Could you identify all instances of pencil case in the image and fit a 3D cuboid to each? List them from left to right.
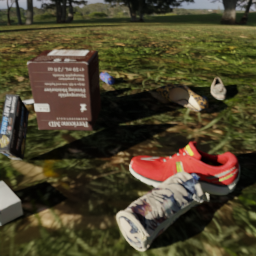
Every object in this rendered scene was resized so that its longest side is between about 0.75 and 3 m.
[{"bbox_3d":[-1.216,-2.909,16.470,0.546,0.490,1.256,-6,26,-25],"label":"pencil case"},{"bbox_3d":[0.803,1.828,6.369,2.323,0.904,1.039,-23,19,-39],"label":"pencil case"}]

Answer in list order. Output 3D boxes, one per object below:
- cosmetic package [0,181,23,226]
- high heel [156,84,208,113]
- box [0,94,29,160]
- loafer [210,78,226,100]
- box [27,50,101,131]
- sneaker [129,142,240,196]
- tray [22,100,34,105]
[{"bbox_3d":[-3.116,1.821,6.886,0.586,0.462,1.090,-21,34,-38],"label":"cosmetic package"},{"bbox_3d":[2.399,-1.380,12.796,2.569,0.917,1.831,16,23,11],"label":"high heel"},{"bbox_3d":[-3.323,0.041,8.223,0.402,1.618,1.605,4,-16,-9],"label":"box"},{"bbox_3d":[4.666,-2.063,14.583,0.721,0.631,2.006,4,26,7],"label":"loafer"},{"bbox_3d":[-2.379,-1.572,11.226,2.247,2.708,2.224,1,27,3],"label":"box"},{"bbox_3d":[1.525,0.945,7.753,2.971,1.262,1.144,4,26,8],"label":"sneaker"},{"bbox_3d":[-4.629,-1.252,13.545,0.902,0.100,0.484,-16,31,-29],"label":"tray"}]
